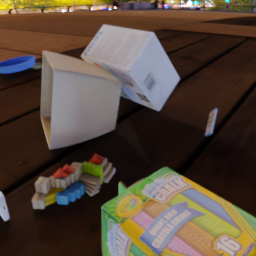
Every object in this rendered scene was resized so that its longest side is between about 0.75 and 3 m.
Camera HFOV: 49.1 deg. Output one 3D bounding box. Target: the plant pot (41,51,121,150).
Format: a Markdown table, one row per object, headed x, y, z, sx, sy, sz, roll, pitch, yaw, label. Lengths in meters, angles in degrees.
| x | y | z | sx | sy | sz | roll | pitch | yaw | label |
| --- | --- | --- | --- | --- | --- | --- | --- | --- | --- |
| -1.704 | -1.024 | 9.854 | 2.335 | 2.638 | 2.635 | -1 | 26 | -24 | plant pot |

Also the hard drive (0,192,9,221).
| x | y | z | sx | sy | sz | roll | pitch | yaw | label |
| --- | --- | --- | --- | --- | --- | --- | --- | --- | --- |
| -3.148 | 1.607 | 6.622 | 0.147 | 0.728 | 1.104 | -24 | 36 | -37 | hard drive |

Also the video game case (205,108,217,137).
| x | y | z | sx | sy | sz | roll | pitch | yaw | label |
| --- | --- | --- | --- | --- | --- | --- | --- | --- | --- |
| 2.748 | -0.171 | 9.289 | 0.078 | 0.871 | 0.624 | 15 | -10 | 3 | video game case |

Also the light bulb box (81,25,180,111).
| x | y | z | sx | sy | sz | roll | pitch | yaw | label |
| --- | --- | --- | --- | --- | --- | --- | --- | --- | --- |
| 0.128 | -2.483 | 11.560 | 2.866 | 2.841 | 1.789 | 26 | 78 | 40 | light bulb box |

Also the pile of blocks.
| x | y | z | sx | sy | sz | roll | pitch | yaw | label |
| --- | --- | --- | --- | --- | --- | --- | --- | --- | --- |
| -1.324 | 1.287 | 7.205 | 2.380 | 0.740 | 0.977 | -25 | 37 | -37 | pile of blocks |

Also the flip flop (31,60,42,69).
| x | y | z | sx | sy | sz | roll | pitch | yaw | label |
| --- | --- | --- | --- | --- | --- | --- | --- | --- | --- |
| -5.151 | -4.068 | 17.309 | 1.843 | 0.530 | 0.747 | -21 | 35 | -33 | flip flop |

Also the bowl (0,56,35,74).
| x | y | z | sx | sy | sz | roll | pitch | yaw | label |
| --- | --- | --- | --- | --- | --- | --- | --- | --- | --- |
| -6.553 | -3.717 | 16.457 | 2.224 | 0.437 | 2.224 | -9 | 28 | 5 | bowl |

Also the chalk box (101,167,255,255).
| x | y | z | sx | sy | sz | roll | pitch | yaw | label |
| --- | --- | --- | --- | --- | --- | --- | --- | --- | --- |
| 0.621 | 1.979 | 4.924 | 1.706 | 1.715 | 2.756 | -24 | 36 | -38 | chalk box |
